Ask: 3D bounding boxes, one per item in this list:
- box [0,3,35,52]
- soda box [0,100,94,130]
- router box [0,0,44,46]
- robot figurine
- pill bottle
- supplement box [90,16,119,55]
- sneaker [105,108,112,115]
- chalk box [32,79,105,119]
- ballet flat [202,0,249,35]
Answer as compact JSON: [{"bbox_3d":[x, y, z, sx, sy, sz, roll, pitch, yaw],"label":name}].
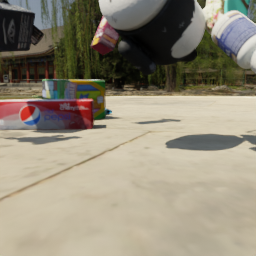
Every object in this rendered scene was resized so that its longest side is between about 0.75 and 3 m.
[{"bbox_3d":[-3.169,-2.546,7.069,0.744,1.055,1.426,26,24,15],"label":"box"},{"bbox_3d":[-2.409,-0.430,8.469,2.698,0.856,0.945,-1,8,-4],"label":"soda box"},{"bbox_3d":[-3.555,-3.331,8.532,1.229,0.509,1.640,36,0,34],"label":"router box"},{"bbox_3d":[0.509,-2.118,5.281,1.466,1.765,2.349,-32,-36,26],"label":"robot figurine"},{"bbox_3d":[1.838,-1.305,4.362,0.590,0.590,1.063,-5,48,-30],"label":"pill bottle"},{"bbox_3d":[-0.613,-2.959,8.627,0.519,1.211,0.668,26,-12,-29],"label":"supplement box"},{"bbox_3d":[-1.164,-0.754,12.503,0.981,0.359,0.402,-7,11,-40],"label":"sneaker"},{"bbox_3d":[-2.274,-1.051,10.525,2.475,1.534,1.545,-7,12,-37],"label":"chalk box"},{"bbox_3d":[2.050,-2.563,5.985,0.909,1.076,2.845,-15,36,43],"label":"ballet flat"}]
